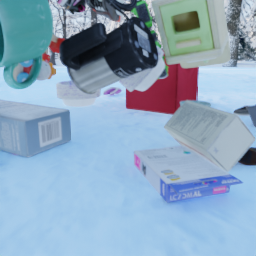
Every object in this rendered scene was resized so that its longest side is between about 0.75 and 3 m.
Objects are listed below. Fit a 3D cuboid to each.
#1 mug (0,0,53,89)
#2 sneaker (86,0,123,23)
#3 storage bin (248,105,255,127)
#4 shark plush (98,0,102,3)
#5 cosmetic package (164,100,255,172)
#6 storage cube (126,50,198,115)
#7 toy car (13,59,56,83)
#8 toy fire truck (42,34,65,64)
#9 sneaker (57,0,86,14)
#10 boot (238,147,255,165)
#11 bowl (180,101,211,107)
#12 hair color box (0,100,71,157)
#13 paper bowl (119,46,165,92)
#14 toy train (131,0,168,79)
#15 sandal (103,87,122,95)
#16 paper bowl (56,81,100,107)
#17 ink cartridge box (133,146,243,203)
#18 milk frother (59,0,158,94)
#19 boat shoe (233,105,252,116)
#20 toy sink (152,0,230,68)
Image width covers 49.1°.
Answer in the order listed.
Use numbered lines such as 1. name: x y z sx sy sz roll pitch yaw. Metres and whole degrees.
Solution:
1. mug: -1.866 -1.630 4.552 1.334 1.623 1.004 39 45 24
2. sneaker: -0.905 -4.442 10.183 1.170 1.101 2.856 -4 22 -15
3. storage bin: 4.609 -0.505 8.834 1.591 1.158 1.068 -16 -6 -45
4. shark plush: -0.662 -3.951 7.723 0.497 1.093 0.455 -3 36 35
5. cosmetic package: 1.680 0.098 6.125 0.792 0.938 1.814 43 -1 -24
6. storage cube: 1.399 -1.981 11.496 2.629 2.364 2.248 9 18 32
7. toy car: -2.501 -1.669 7.585 1.135 1.004 1.046 -4 28 -35
8. toy fire truck: -2.990 -2.736 9.635 0.601 1.738 2.464 16 -10 12
9. sneaker: -1.848 -4.665 10.347 0.739 0.794 1.839 -27 21 43
10. boot: 2.600 0.593 5.980 1.009 0.377 0.489 10 4 12
11. bowl: 2.347 -0.599 9.818 1.078 0.564 1.078 -1 15 0
12. hair color box: -3.096 -0.107 7.380 2.924 0.886 1.447 10 18 30
13. paper bowl: 0.409 -1.447 7.041 0.671 1.289 1.289 40 11 -11
14. toy train: 0.682 -2.476 8.084 0.500 2.394 0.675 -21 27 6
15. sandal: -0.781 -1.952 15.196 1.357 0.552 0.334 -16 63 -47
16. paper bowl: -2.174 -1.516 12.366 1.906 0.991 1.906 0 15 0
17. ink cartridge box: 0.935 0.796 4.999 1.158 0.407 1.940 -5 13 -17
18. milk frother: -0.462 -1.836 5.663 1.634 1.737 1.567 -17 -34 33
19. boat shoe: 4.711 -0.726 10.499 1.576 0.449 0.527 -2 15 -6
20. toy sink: 1.920 -2.747 8.173 1.648 2.528 1.416 -1 35 29
